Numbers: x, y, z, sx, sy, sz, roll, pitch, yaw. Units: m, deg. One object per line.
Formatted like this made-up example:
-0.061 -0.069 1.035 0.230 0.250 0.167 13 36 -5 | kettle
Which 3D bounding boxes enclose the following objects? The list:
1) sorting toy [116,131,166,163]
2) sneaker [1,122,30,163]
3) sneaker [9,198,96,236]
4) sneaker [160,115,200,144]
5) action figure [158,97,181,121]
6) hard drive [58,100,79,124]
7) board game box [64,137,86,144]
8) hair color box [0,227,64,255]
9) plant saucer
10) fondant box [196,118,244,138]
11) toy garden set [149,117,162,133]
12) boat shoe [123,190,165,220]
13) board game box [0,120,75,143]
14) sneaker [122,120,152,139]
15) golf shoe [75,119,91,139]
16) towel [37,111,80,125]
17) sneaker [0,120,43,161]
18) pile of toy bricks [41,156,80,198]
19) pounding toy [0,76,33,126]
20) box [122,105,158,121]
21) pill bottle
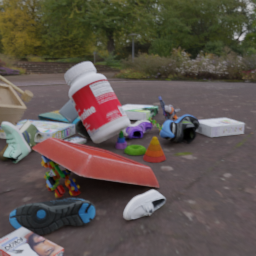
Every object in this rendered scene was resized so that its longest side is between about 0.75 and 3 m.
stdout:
0.367 0.544 9.967 0.805 0.800 2.322 -12 18 -40 | sorting toy
-3.741 0.497 8.926 0.489 1.328 0.783 -8 32 33 | sneaker
-1.499 1.747 5.624 1.620 0.593 0.664 2 -3 -19 | sneaker
2.340 0.161 11.661 1.172 1.003 2.829 32 24 25 | sneaker
2.225 -1.025 14.847 0.812 1.553 1.502 -23 -11 21 | action figure
-2.499 -0.865 12.821 0.810 1.161 0.191 40 -11 9 | hard drive
-2.211 0.568 11.230 0.572 0.157 0.906 11 17 38 | board game box
-1.628 2.049 4.551 1.068 0.341 0.592 10 16 32 | hair color box
-0.815 0.845 7.364 2.563 0.470 2.559 17 -2 -42 | plant saucer
4.184 -0.032 12.963 1.837 0.535 1.325 -6 14 -20 | fondant box
1.331 -0.114 12.789 0.920 0.184 0.767 41 20 -11 | toy garden set
0.384 1.701 6.021 0.398 0.418 1.161 18 16 38 | boat shoe
-4.009 0.131 12.404 2.735 0.468 1.839 5 14 20 | board game box
0.483 0.182 12.235 0.737 0.712 1.767 36 35 32 | sneaker
-1.538 -0.023 12.417 1.134 0.994 2.574 -5 1 33 | golf shoe
-3.245 -0.583 15.389 2.096 0.310 2.858 13 15 17 | towel
-3.719 0.576 9.991 0.671 0.898 2.001 -37 21 32 | sneaker
-1.851 1.300 7.043 0.747 0.664 1.346 -6 50 -51 | pile of toy bricks
-5.471 -1.180 12.254 2.295 1.195 2.612 48 22 23 | pounding toy
0.459 -0.948 16.752 2.132 0.537 2.953 4 13 18 | box
-1.270 -0.999 10.867 1.625 2.895 1.625 -29 -6 -3 | pill bottle
